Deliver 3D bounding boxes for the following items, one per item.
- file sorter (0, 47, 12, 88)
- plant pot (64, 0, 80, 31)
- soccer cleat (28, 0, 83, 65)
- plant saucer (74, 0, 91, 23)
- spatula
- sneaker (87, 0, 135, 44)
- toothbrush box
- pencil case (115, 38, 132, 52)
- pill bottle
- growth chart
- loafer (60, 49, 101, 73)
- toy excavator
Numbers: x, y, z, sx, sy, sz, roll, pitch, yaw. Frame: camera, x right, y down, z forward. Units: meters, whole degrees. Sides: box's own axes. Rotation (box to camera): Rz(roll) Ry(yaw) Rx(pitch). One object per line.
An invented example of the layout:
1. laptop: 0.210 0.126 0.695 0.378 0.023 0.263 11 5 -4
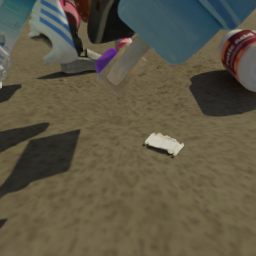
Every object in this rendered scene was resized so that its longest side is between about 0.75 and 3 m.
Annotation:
1. file sorter: -2.096 -0.626 3.516 1.165 0.809 0.726 -34 14 46
2. plant pot: -2.258 -3.632 9.549 1.383 1.383 1.238 -9 32 -16
3. soccer cleat: -2.063 -2.863 6.998 1.174 2.719 0.950 -20 -6 -9
4. plant saucer: -1.304 -4.012 8.017 0.301 1.863 1.863 -17 32 -16
5. spatula: -0.014 -1.688 6.241 0.235 0.646 2.285 -28 20 41
6. sneaker: -0.210 -3.135 6.979 1.220 2.297 0.859 -16 68 -30
7. toothbrush box: -2.649 -2.305 5.526 1.271 1.736 0.740 43 16 34
8. pencil case: -0.187 -3.728 13.001 0.920 0.920 2.081 -1 31 -2
9. pill bottle: 4.258 -2.515 9.865 1.645 1.645 2.882 0 29 0
10. growth chart: 0.812 0.341 6.296 0.875 0.078 0.633 19 33 32
11. loafer: -1.529 -2.729 11.155 2.328 0.813 0.814 -14 31 -23
12. toy excavator: 0.392 -1.336 3.518 1.356 2.715 2.640 42 19 -10
